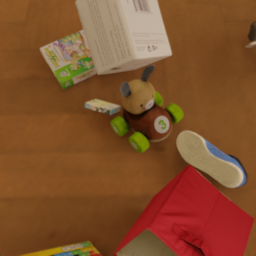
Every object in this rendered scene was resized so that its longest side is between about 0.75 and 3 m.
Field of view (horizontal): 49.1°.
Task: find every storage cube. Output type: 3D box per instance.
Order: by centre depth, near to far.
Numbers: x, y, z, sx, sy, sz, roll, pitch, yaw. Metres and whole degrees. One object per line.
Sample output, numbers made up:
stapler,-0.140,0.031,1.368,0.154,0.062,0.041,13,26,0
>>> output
storage cube,1.160,2.305,5.897,1.811,2.119,1.905,40,46,8

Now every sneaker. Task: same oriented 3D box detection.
sneaker,2.315,0.878,7.713,2.096,1.166,0.805,38,101,36

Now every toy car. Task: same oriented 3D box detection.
toy car,0.427,-0.693,7.719,1.729,2.105,1.661,-39,56,-18

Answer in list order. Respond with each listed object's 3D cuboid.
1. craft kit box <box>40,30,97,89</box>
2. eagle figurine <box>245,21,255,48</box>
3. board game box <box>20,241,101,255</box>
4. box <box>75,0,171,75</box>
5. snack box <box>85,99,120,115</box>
craft kit box,-1.861,-2.415,9.680,1.768,0.434,1.790,-31,66,-12
eagle figurine,4.808,-2.989,8.887,1.865,1.855,2.458,10,79,21
board game box,-1.403,3.276,4.941,2.470,2.988,0.847,22,102,48
box,-0.054,-2.919,8.336,2.207,1.450,2.218,-25,100,-52
snack box,-0.758,-0.628,8.340,0.932,0.173,0.542,17,24,26
